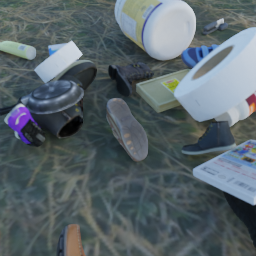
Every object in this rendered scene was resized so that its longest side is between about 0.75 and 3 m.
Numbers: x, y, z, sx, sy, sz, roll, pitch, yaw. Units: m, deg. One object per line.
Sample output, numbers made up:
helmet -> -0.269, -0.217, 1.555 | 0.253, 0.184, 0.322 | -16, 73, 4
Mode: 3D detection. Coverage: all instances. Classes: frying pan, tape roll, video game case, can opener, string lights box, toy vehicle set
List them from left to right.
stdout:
frying pan -> -2.308, -0.812, 7.153 | 2.390, 0.389, 1.446 | 0, 35, 15
tape roll -> -2.027, -1.919, 8.178 | 1.403, 0.491, 1.403 | -33, 18, 12
string lights box -> -2.308, -2.424, 10.122 | 0.914, 0.525, 1.779 | -11, 43, -12
toy vehicle set -> 1.486, -1.250, 9.000 | 2.098, 0.278, 1.304 | -19, 45, -20
can opener -> 3.960, -4.523, 12.571 | 1.442, 0.385, 0.482 | -34, 51, -30
tape roll -> 2.465, -1.378, 7.381 | 0.916, 2.619, 2.619 | 47, 47, -11
video game case -> 2.530, 0.791, 5.711 | 1.967, 0.177, 1.409 | -20, 23, -29

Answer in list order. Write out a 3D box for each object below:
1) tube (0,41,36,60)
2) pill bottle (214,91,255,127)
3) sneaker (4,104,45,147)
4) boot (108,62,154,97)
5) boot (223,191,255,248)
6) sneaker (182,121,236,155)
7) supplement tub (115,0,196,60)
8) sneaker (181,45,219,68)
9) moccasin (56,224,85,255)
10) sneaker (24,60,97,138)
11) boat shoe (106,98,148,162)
tube -> -4.455, -3.123, 10.998 | 1.925, 0.558, 0.500 | 20, 90, 24
pill bottle -> 3.190, -0.802, 7.823 | 1.679, 0.920, 0.920 | -36, 52, -14
sneaker -> -2.307, 0.033, 6.601 | 0.791, 1.591, 0.553 | 36, 69, 6
boot -> 0.230, -1.741, 9.383 | 1.432, 0.569, 1.644 | -11, 49, -24
boot -> 3.126, 1.596, 5.141 | 1.798, 1.007, 2.600 | -8, 38, -6
sneaker -> 1.855, 0.230, 6.703 | 1.269, 0.674, 0.475 | -12, 4, 28
supplement tub -> 0.925, -4.167, 10.843 | 2.157, 2.157, 2.966 | -19, 45, -20
sneaker -> 2.824, -2.464, 9.543 | 2.082, 0.856, 0.770 | 1, 71, -17
moccasin -> -0.497, 2.515, 4.077 | 0.870, 0.825, 2.255 | -11, 58, -24
sneaker -> -1.532, -0.827, 8.123 | 1.519, 1.070, 2.860 | 30, 56, 20
boat shoe -> -0.050, 0.080, 7.166 | 0.663, 0.628, 1.750 | -16, 70, -26
